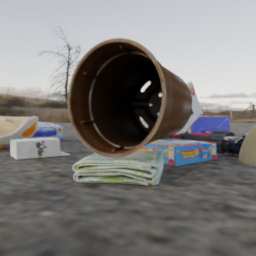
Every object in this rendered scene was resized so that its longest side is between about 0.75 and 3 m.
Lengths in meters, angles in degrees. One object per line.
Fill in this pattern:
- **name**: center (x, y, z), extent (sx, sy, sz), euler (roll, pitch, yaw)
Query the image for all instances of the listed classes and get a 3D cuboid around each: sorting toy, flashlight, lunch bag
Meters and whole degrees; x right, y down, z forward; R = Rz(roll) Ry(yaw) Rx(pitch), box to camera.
- **sorting toy**: center (-5.115, 0.295, 10.775), extent (2.469, 1.319, 2.223), euler (2, 11, 17)
- **flashlight**: center (2.675, 0.370, 10.808), extent (0.954, 0.950, 2.806), euler (4, -2, -41)
- **lunch bag**: center (-4.521, 0.240, 13.389), extent (2.038, 0.961, 2.544), euler (11, 10, 41)

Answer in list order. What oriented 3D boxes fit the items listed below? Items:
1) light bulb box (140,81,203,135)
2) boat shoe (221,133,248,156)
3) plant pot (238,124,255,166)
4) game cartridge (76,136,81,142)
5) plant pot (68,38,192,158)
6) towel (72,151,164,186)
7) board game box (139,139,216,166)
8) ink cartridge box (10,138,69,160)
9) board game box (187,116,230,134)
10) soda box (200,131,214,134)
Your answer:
- **light bulb box**: center (1.201, -0.530, 9.953), extent (2.152, 1.343, 2.133), euler (-16, 10, 35)
- **boat shoe**: center (4.144, 0.588, 9.205), extent (2.093, 0.781, 0.970), euler (-9, 13, -25)
- **plant pot**: center (3.905, 0.418, 7.645), extent (1.648, 1.107, 1.648), euler (0, 2, 0)
- **game cartridge**: center (-1.619, -0.096, 14.293), extent (2.169, 0.450, 1.444), euler (-33, 6, 3)
- **plant pot**: center (0.270, -0.590, 6.295), extent (2.290, 2.290, 2.267), euler (2, 2, 33)
- **towel**: center (-0.101, 0.794, 6.136), extent (1.720, 0.484, 2.010), euler (1, 3, 10)
- **board game box**: center (1.326, 0.678, 8.315), extent (1.786, 0.510, 1.824), euler (-1, 3, -39)
- **ink cartridge box**: center (-2.803, 0.624, 8.969), extent (1.677, 0.569, 0.965), euler (-2, 3, -33)
- **board game box**: center (4.522, -0.058, 16.287), extent (2.097, 1.274, 2.630), euler (0, 3, 6)
- **soda box**: center (3.392, 0.457, 12.107), extent (0.487, 0.544, 1.538), euler (10, 9, 19)
